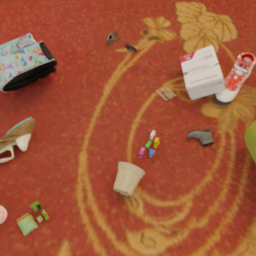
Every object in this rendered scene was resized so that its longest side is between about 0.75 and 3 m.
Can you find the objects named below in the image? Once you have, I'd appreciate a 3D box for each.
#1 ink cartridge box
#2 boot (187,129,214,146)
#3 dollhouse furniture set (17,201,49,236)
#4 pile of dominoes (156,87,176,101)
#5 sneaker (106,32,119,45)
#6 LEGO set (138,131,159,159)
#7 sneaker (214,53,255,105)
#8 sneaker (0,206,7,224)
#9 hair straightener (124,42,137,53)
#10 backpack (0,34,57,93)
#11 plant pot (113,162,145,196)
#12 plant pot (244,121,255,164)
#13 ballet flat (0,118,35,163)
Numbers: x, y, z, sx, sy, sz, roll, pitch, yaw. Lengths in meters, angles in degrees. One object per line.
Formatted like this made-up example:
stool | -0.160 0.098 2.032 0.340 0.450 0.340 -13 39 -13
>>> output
ink cartridge box | 3.271 -2.434 12.417 1.541 0.884 2.121 -16 52 18
boot | 2.842 0.409 10.940 0.976 0.331 0.638 -6 59 -3
dollhouse furniture set | -3.100 2.898 8.958 0.908 0.456 0.595 -33 60 -23
pile of dominoes | 1.707 -1.581 12.547 0.595 0.122 0.764 -30 59 -20
sneaker | -0.797 -4.838 14.822 0.380 0.407 1.078 21 56 15
LEGO set | 0.901 0.609 10.643 0.486 0.523 1.275 23 56 16
sneaker | 4.671 -2.235 12.231 0.873 1.401 2.614 33 60 22
sneaker | -4.980 2.412 8.819 2.131 1.114 0.802 19 74 14
hair straightener | 0.047 -4.165 14.440 0.375 0.200 0.976 -27 59 -19
backpack | -4.589 -2.649 11.946 2.523 2.240 1.900 -39 98 -17
plant pot | -0.045 1.796 9.574 0.991 0.991 0.907 18 67 13
plant pot | 5.333 0.889 9.465 2.568 2.568 2.744 -18 42 -13
ballet flat | -4.446 0.662 10.484 2.627 0.891 0.950 -35 80 -23
